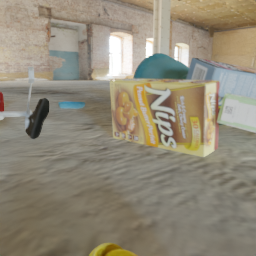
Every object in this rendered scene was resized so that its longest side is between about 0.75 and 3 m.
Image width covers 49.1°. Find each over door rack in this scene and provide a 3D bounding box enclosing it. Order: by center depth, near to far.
[{"bbox_3d":[-3.767,-0.810,8.257,1.905,0.859,2.578,0,47,-15],"label":"over door rack"}]

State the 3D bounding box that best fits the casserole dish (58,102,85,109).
[{"bbox_3d":[-2.594,-1.059,12.922,1.285,0.249,0.778,3,12,11],"label":"casserole dish"}]

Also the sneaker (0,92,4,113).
[{"bbox_3d":[-5.552,-0.874,10.516,1.331,0.903,2.305,-1,10,-11],"label":"sneaker"}]

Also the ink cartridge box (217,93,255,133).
[{"bbox_3d":[3.484,-0.026,5.250,2.896,0.694,2.107,20,12,39],"label":"ink cartridge box"}]

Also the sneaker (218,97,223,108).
[{"bbox_3d":[2.505,-0.794,8.566,0.675,0.936,1.783,31,55,30],"label":"sneaker"}]

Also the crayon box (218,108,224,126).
[{"bbox_3d":[3.265,-0.402,7.859,1.884,0.486,1.184,-7,2,-26],"label":"crayon box"}]

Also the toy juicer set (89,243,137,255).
[{"bbox_3d":[-0.521,1.068,1.573,2.594,0.706,1.650,2,12,14],"label":"toy juicer set"}]

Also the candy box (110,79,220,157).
[{"bbox_3d":[0.733,-0.346,6.390,2.546,1.469,0.704,10,20,41],"label":"candy box"}]

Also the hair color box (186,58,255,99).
[{"bbox_3d":[3.291,-1.399,8.420,2.709,0.821,1.341,5,23,-20],"label":"hair color box"}]

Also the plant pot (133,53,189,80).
[{"bbox_3d":[1.742,-1.644,11.307,2.346,2.346,2.204,-7,25,-30],"label":"plant pot"}]

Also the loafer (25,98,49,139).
[{"bbox_3d":[-2.313,-0.272,6.990,0.379,1.062,0.388,22,0,15],"label":"loafer"}]
